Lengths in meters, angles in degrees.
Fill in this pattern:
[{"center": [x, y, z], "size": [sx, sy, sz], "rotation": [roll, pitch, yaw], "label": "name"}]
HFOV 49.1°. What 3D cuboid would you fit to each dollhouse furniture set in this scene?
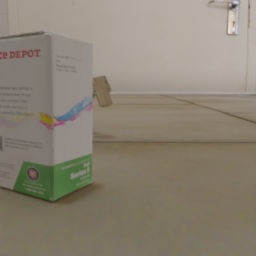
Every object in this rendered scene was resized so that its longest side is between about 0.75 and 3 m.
[{"center": [-1.429, -0.278, 7.216], "size": [1.760, 1.216, 1.864], "rotation": [-17, -7, -25], "label": "dollhouse furniture set"}]

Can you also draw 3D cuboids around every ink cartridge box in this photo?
[{"center": [-1.173, -0.184, 3.546], "size": [1.324, 1.822, 0.797], "rotation": [5, 10, 30], "label": "ink cartridge box"}]
